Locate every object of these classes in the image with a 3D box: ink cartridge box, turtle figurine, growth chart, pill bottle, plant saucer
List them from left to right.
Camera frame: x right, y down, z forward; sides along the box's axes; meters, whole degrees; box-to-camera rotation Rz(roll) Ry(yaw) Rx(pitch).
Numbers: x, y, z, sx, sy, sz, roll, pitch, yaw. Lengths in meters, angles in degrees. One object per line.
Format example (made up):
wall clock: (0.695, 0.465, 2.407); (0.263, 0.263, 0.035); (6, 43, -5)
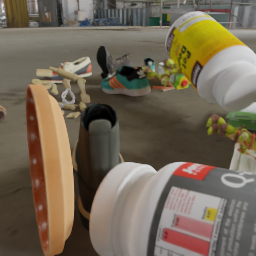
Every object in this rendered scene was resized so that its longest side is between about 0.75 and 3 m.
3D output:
plant saucer: (-1.023, 0.495, 3.562); (0.336, 2.081, 2.081); (-6, 24, -23)
turtle figurine: (0.842, -2.096, 11.082); (1.602, 0.640, 1.986); (15, 8, 14)
turtle figurine: (1.791, -2.085, 9.763); (2.407, 0.775, 1.941); (-22, 23, 0)
ink cartridge box: (2.198, -2.202, 11.558); (1.127, 0.644, 2.172); (-8, 25, -18)
pill bottle: (2.285, -1.808, 7.589); (1.636, 1.636, 2.995); (-8, 45, -17)
pill bottle: (0.923, 1.127, 2.809); (2.502, 1.449, 1.449); (7, 23, 33)
turtle figurine: (2.009, 0.117, 5.186); (1.073, 0.428, 1.330); (32, -3, 31)
ink cartridge box: (3.121, -0.285, 7.396); (0.748, 0.427, 1.441); (9, 25, 31)
growth chart: (3.022, 0.907, 5.000); (2.474, 0.219, 1.791); (14, 28, 28)

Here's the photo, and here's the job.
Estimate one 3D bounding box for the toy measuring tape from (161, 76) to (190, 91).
toy measuring tape: (1.849, -1.719, 10.695); (1.350, 0.497, 0.497); (-13, 27, -28)

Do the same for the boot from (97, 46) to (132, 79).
boot: (-0.465, -2.702, 11.324); (0.597, 1.724, 1.501); (29, 51, 36)

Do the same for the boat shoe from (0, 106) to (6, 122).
boat shoe: (-3.915, -0.161, 7.049); (1.601, 0.563, 0.563); (-16, 24, -16)

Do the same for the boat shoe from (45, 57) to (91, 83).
boat shoe: (-2.547, -2.488, 12.072); (0.884, 0.777, 2.483); (20, 32, 34)

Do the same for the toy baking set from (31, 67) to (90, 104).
toy baking set: (-2.174, -1.402, 9.388); (2.169, 0.252, 1.665); (19, 41, -1)

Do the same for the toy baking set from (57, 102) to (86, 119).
toy baking set: (-1.864, -0.619, 8.528); (1.175, 0.178, 1.531); (-5, 24, -10)

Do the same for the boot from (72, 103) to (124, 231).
boot: (-0.476, 0.163, 4.663); (0.973, 1.738, 2.513); (-7, 28, -14)

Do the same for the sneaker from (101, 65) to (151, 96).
sneaker: (-0.178, -1.734, 9.805); (0.861, 0.964, 2.412); (-29, 27, -33)

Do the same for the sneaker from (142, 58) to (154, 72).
sneaker: (1.028, -3.141, 13.702); (0.580, 0.649, 1.624); (-1, 24, -3)
